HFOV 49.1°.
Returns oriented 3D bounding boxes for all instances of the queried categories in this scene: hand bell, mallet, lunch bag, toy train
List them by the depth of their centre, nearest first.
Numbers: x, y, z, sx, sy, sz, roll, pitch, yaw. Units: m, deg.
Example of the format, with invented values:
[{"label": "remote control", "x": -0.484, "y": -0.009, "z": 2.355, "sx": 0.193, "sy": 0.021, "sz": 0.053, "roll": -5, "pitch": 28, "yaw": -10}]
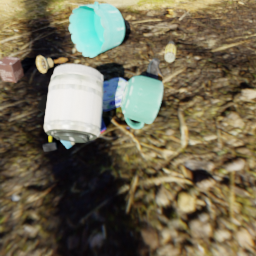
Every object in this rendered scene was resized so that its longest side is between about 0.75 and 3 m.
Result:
[{"label": "mallet", "x": -2.852, "y": 0.373, "z": 10.010, "sx": 0.444, "sy": 0.278, "sz": 1.350, "roll": -16, "pitch": 38, "yaw": -12}, {"label": "toy train", "x": -2.266, "y": -0.528, "z": 10.442, "sx": 1.687, "sy": 1.234, "sz": 2.916, "roll": -36, "pitch": 51, "yaw": -17}, {"label": "lunch bag", "x": -0.666, "y": -1.387, "z": 11.677, "sx": 1.690, "sy": 0.697, "sz": 1.359, "roll": -24, "pitch": 45, "yaw": -26}, {"label": "hand bell", "x": -3.706, "y": -3.306, "z": 14.108, "sx": 0.831, "sy": 0.831, "sz": 1.597, "roll": 29, "pitch": 35, "yaw": 29}]

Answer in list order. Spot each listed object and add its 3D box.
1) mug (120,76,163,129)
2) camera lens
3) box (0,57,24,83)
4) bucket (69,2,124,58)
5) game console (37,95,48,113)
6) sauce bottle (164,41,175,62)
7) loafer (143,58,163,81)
[{"label": "mug", "x": 0.350, "y": -0.858, "z": 9.657, "sx": 1.144, "sy": 1.849, "sz": 1.520, "roll": 15, "pitch": 3, "yaw": -9}, {"label": "camera lens", "x": -1.636, "y": -0.669, "z": 8.620, "sx": 1.673, "sy": 1.673, "sz": 2.092, "roll": 2, "pitch": 77, "yaw": 3}, {"label": "box", "x": -5.476, "y": -2.721, "z": 13.073, "sx": 0.760, "sy": 0.916, "sz": 0.752, "roll": 10, "pitch": 41, "yaw": 11}, {"label": "bucket", "x": -1.628, "y": -5.233, "z": 14.809, "sx": 2.710, "sy": 2.710, "sz": 1.763, "roll": 28, "pitch": 41, "yaw": 29}, {"label": "game console", "x": -2.754, "y": -1.525, "z": 12.117, "sx": 1.686, "sy": 0.345, "sz": 2.858, "roll": 1, "pitch": 40, "yaw": 0}, {"label": "sauce bottle", "x": 2.260, "y": -4.146, "z": 15.036, "sx": 0.557, "sy": 0.557, "sz": 1.722, "roll": 5, "pitch": 40, "yaw": 6}, {"label": "loafer", "x": 1.173, "y": -2.317, "z": 12.761, "sx": 0.845, "sy": 0.851, "sz": 2.339, "roll": 17, "pitch": 53, "yaw": 8}]
